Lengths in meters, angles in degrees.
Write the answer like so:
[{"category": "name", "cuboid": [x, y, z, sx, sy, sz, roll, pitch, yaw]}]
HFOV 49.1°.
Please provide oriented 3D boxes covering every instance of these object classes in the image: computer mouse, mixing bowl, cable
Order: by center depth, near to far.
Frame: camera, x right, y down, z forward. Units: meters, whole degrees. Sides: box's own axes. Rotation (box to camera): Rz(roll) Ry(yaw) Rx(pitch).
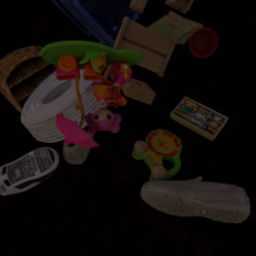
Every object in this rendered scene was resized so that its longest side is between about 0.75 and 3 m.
[{"category": "computer mouse", "cuboid": [-3.168, 1.470, 7.888, 2.708, 0.594, 1.485, -24, 51, -10]}, {"category": "cable", "cuboid": [-1.935, -0.872, 8.650, 2.913, 1.008, 2.912, 10, 54, 47]}, {"category": "mixing bowl", "cuboid": [3.011, -3.481, 11.423, 1.156, 1.156, 0.626, 1, 23, 1]}]

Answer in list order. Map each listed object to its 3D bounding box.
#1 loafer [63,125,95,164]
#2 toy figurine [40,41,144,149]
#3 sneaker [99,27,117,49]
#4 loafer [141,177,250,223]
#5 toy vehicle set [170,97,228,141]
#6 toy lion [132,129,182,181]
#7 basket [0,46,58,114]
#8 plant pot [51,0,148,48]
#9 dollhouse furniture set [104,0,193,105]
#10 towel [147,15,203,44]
[{"category": "loafer", "cuboid": [-1.420, -0.207, 8.869, 0.979, 0.977, 2.800, 4, 53, 3]}, {"category": "toy figurine", "cuboid": [-0.615, -0.481, 5.007, 1.834, 1.377, 1.688, 0, 86, -9]}, {"category": "sneaker", "cuboid": [-0.615, -3.682, 11.609, 1.015, 0.912, 2.467, 26, 50, 20]}, {"category": "loafer", "cuboid": [1.746, 1.796, 7.449, 2.792, 0.976, 0.974, 10, 41, 5]}, {"category": "toy vehicle set", "cuboid": [2.369, -0.334, 9.449, 1.639, 0.217, 1.019, 31, 59, 21]}, {"category": "toy lion", "cuboid": [1.026, 0.762, 8.500, 1.524, 0.546, 1.590, -20, 55, -24]}, {"category": "basket", "cuboid": [-3.344, -1.762, 9.723, 2.110, 1.506, 1.572, -38, 60, -24]}, {"category": "plant pot", "cuboid": [-1.016, -4.258, 9.138, 2.017, 2.243, 2.243, 29, 86, 41]}, {"category": "dollhouse furniture set", "cuboid": [0.410, -2.363, 7.689, 1.516, 2.925, 1.295, 18, 18, -16]}, {"category": "towel", "cuboid": [1.957, -4.258, 12.127, 1.592, 0.392, 2.146, -39, 50, -24]}]
